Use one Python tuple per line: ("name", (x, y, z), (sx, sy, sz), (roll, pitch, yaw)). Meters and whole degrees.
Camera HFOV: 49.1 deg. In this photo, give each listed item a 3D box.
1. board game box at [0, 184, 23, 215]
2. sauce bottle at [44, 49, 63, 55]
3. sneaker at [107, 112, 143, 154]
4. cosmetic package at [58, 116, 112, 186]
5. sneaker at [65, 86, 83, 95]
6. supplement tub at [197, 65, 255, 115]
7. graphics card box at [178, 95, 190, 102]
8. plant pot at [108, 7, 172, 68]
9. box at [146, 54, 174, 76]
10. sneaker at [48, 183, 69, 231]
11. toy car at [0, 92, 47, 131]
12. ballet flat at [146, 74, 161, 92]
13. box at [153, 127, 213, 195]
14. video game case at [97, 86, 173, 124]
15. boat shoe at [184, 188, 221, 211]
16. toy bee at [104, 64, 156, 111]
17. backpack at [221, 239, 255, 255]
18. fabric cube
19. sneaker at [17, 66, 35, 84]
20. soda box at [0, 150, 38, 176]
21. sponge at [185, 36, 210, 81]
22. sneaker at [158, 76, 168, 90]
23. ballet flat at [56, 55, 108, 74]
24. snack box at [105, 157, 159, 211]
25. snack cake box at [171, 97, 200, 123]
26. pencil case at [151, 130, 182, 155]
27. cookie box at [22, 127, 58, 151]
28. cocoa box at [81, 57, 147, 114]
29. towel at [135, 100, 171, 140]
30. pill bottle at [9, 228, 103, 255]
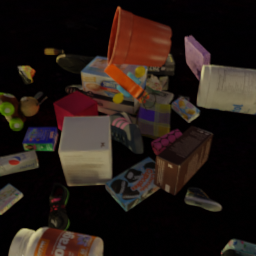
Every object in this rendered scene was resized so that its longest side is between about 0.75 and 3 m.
("board game box", (-3.950, 2.283, 8.838), (0.668, 0.170, 0.994), (25, 46, 27))
("sauce bottle", (-4.436, -4.544, 16.733), (1.082, 0.357, 0.357), (2, 40, -1))
("sneaker", (-0.304, 0.242, 10.288), (1.218, 1.041, 2.969), (-10, 20, -12))
("cosmetic package", (-1.314, 0.778, 9.236), (1.529, 1.828, 1.520), (-1, 46, -3))
("sneaker", (-2.377, -1.746, 12.995), (1.290, 0.477, 0.512), (-5, 29, -47))
("supplement tub", (4.562, -1.641, 12.111), (2.878, 1.898, 1.898), (8, 41, 11))
("graphics card box", (2.489, -1.135, 12.810), (0.552, 0.224, 0.880), (13, 41, 13))
("plant pot", (0.399, -3.030, 9.937), (1.923, 1.977, 1.977), (8, 39, -12))
("box", (1.137, -3.372, 14.479), (2.351, 0.716, 2.916), (2, 23, 4))
("sneaker", (-2.120, 2.364, 8.280), (0.639, 0.698, 1.665), (-15, 44, -1))
("toy car", (-4.246, -0.977, 11.457), (1.828, 1.442, 1.501), (-31, 36, -17))
("ballet flat", (1.114, -2.253, 13.478), (0.708, 0.598, 1.871), (5, 22, -22))
("box", (1.816, 0.995, 9.111), (0.873, 1.167, 2.330), (23, 36, 30))
("video game case", (0.260, -1.213, 12.837), (2.872, 0.316, 2.618), (20, 44, 21))
("boat shoe", (2.361, 2.200, 8.747), (1.121, 0.397, 0.509), (13, 46, 18))
("toy bee", (0.157, -1.352, 10.414), (1.615, 1.341, 2.468), (-30, 67, 15))
("backpack", (2.872, 3.428, 6.638), (1.475, 1.310, 1.111), (17, 48, 12))
("fabric cube", (-2.035, -0.498, 11.251), (1.285, 1.281, 1.261), (30, 47, 30))
("sneaker", (-5.167, -2.825, 14.485), (0.748, 0.647, 1.657), (-19, 43, -24))
("soda box", (-3.931, 1.243, 9.815), (1.431, 0.488, 0.454), (-11, 42, -14))
("sponge", (3.515, -3.514, 14.337), (0.419, 1.565, 2.806), (-12, 36, 0))
("sneaker", (1.724, -2.200, 13.980), (0.519, 0.444, 1.193), (0, 32, 13))
("ballet flat", (-2.168, -3.272, 14.201), (2.893, 0.962, 0.822), (2, 52, -24))
("snack box", (0.335, 1.801, 9.260), (1.901, 0.353, 1.104), (-28, 48, -29))
("snack cake box", (2.469, -0.798, 12.099), (0.625, 0.365, 1.087), (-35, 60, -19))
("pencil case", (1.477, 0.568, 10.510), (1.297, 0.607, 0.588), (-22, 49, -21))
("cookie box", (-3.367, 0.429, 10.818), (1.113, 0.418, 0.952), (0, 40, 0))
("cocoa box", (-0.572, -1.890, 12.122), (2.431, 1.595, 1.621), (14, 42, 16))
("towel", (1.045, -0.340, 11.418), (1.418, 0.225, 1.975), (13, 53, -2))
("pill bottle", (-1.776, 3.179, 6.994), (2.110, 1.183, 1.183), (7, 41, 9))
